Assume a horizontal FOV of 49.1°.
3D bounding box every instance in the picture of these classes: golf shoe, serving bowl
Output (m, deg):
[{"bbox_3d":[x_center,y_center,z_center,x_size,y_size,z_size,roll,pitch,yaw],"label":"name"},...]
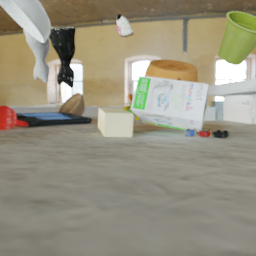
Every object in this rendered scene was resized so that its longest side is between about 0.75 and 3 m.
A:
[{"bbox_3d":[-0.160,-3.186,8.765,0.411,0.521,1.132,-21,40,-6],"label":"golf shoe"},{"bbox_3d":[-2.376,-2.772,6.413,1.665,0.548,1.665,41,-8,7],"label":"serving bowl"}]

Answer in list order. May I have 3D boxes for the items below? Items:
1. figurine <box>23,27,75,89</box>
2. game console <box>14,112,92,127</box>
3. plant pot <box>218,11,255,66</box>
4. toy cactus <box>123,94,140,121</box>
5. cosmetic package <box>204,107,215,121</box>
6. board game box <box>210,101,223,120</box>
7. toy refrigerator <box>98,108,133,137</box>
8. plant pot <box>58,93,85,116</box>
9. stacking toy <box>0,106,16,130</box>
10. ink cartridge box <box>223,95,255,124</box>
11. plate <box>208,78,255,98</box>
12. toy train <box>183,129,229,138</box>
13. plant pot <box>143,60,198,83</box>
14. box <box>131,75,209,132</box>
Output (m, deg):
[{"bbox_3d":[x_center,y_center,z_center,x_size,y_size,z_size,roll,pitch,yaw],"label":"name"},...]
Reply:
[{"bbox_3d":[-3.113,-2.857,11.285,2.351,2.294,1.012,14,26,30],"label":"figurine"},{"bbox_3d":[-3.136,-0.356,10.863,2.707,0.420,2.394,-5,7,-42],"label":"game console"},{"bbox_3d":[3.570,-2.797,9.032,1.409,1.338,1.409,8,45,-8],"label":"plant pot"},{"bbox_3d":[1.090,-1.055,13.071,2.121,1.314,2.570,-9,-3,38],"label":"toy cactus"},{"bbox_3d":[2.885,-0.707,13.392,1.835,0.629,2.434,2,6,0],"label":"cosmetic package"},{"bbox_3d":[4.555,-0.875,13.770,0.915,0.899,1.745,1,5,9],"label":"board game box"},{"bbox_3d":[-0.390,-0.153,7.511,0.704,0.649,1.854,1,8,-11],"label":"toy refrigerator"},{"bbox_3d":[-2.560,-0.877,13.242,1.516,1.516,0.700,7,-32,52],"label":"plant pot"},{"bbox_3d":[-4.689,-0.382,8.087,2.713,1.158,1.158,3,4,-25],"label":"stacking toy"},{"bbox_3d":[5.654,-0.802,11.580,2.744,1.164,1.999,0,5,-15],"label":"ink cartridge box"},{"bbox_3d":[4.956,-1.651,12.256,2.814,0.456,2.820,-3,1,-40],"label":"plate"},{"bbox_3d":[1.840,0.145,6.765,1.119,0.191,0.256,3,17,33],"label":"toy train"},{"bbox_3d":[1.622,-1.564,11.138,2.744,1.921,2.744,4,26,-2],"label":"plant pot"},{"bbox_3d":[1.116,-0.550,7.019,1.641,0.899,1.860,11,-6,14],"label":"box"}]
